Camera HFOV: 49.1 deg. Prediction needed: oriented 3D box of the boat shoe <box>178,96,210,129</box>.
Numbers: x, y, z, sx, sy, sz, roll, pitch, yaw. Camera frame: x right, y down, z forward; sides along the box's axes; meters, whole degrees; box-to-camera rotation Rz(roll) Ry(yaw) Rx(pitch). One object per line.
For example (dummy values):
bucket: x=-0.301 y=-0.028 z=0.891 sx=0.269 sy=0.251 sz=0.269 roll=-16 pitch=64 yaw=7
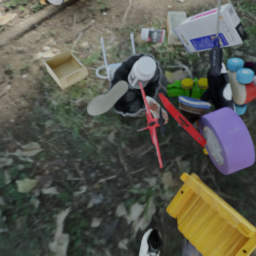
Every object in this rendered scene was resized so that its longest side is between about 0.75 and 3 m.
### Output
boat shoe: x=2.060 y=-0.413 z=8.977 sx=0.936 sy=2.591 sz=0.938 roll=19 pitch=95 yaw=19

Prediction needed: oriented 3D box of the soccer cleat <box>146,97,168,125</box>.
soccer cleat: x=0.898 y=-0.536 z=8.738 sx=0.414 sy=1.194 sz=0.463 roll=-34 pitch=43 yaw=8

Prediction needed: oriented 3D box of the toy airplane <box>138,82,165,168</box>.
toy airplane: x=0.722 y=-0.038 z=8.306 sx=0.464 sy=2.524 sz=2.524 roll=-13 pitch=58 yaw=-10

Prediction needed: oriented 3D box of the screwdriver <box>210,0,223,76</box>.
screwdriver: x=2.341 y=-2.577 z=7.449 sx=0.341 sy=0.356 sz=2.445 roll=6 pitch=81 yaw=-28

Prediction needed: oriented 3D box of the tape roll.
tape roll: x=2.724 y=0.370 z=7.904 sx=0.754 sy=1.774 sz=1.774 roll=-21 pitch=59 yaw=-2

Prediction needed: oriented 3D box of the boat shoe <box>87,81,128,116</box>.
boat shoe: x=-0.697 y=-0.998 z=9.926 sx=1.694 sy=0.531 sz=0.615 roll=-39 pitch=89 yaw=-3

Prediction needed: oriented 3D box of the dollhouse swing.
dollhouse swing: x=1.841 y=2.369 z=6.796 sx=2.163 sy=1.901 sz=1.965 roll=42 pitch=109 yaw=33

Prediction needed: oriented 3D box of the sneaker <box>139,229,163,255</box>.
sneaker: x=0.482 y=3.454 z=7.250 sx=0.654 sy=0.998 sz=1.734 roll=10 pitch=57 yaw=7

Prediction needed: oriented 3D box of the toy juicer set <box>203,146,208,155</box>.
toy juicer set: x=2.935 y=0.723 z=9.450 sx=0.716 sy=0.306 sz=1.126 roll=-26 pitch=61 yaw=-16

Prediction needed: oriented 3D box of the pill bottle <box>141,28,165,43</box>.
pill bottle: x=0.866 y=-3.245 z=9.814 sx=0.791 sy=0.450 sz=0.450 roll=8 pitch=57 yaw=7

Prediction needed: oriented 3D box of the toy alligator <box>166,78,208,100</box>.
toy alligator: x=2.094 y=-1.525 z=10.590 sx=2.882 sy=0.855 sz=0.782 roll=0 pitch=51 yaw=7

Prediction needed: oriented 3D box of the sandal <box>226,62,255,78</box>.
sandal: x=4.888 y=-2.346 z=11.267 sx=2.548 sy=0.610 sz=0.958 roll=-16 pitch=58 yaw=-10

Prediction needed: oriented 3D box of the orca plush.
orca plush: x=2.935 y=-0.846 z=9.355 sx=1.001 sy=1.481 sz=2.816 roll=-11 pitch=82 yaw=15

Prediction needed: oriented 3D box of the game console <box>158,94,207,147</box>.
game console: x=1.479 y=-0.223 z=7.741 sx=0.245 sy=1.579 sz=1.396 roll=-43 pitch=20 yaw=9

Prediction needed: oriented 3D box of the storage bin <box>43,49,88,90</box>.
storage bin: x=-2.495 y=-2.394 z=11.306 sx=1.284 sy=0.606 sz=1.294 roll=-32 pitch=62 yaw=-18

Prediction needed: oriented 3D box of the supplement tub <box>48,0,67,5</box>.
supplement tub: x=-3.007 y=-7.465 z=13.865 sx=2.564 sy=1.852 sz=1.852 roll=-39 pitch=65 yaw=-22

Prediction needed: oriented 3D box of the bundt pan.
bundt pan: x=0.418 y=-1.419 z=10.006 sx=2.337 sy=0.877 sz=2.337 roll=-13 pitch=68 yaw=35

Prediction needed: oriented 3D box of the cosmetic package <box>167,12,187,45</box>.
cosmetic package: x=2.225 y=-4.537 z=12.714 sx=0.858 sy=0.580 sz=1.631 roll=2 pitch=57 yaw=2

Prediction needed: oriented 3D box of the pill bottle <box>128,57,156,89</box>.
pill bottle: x=0.436 y=-1.716 z=8.751 sx=0.676 sy=1.196 sz=0.676 roll=2 pitch=80 yaw=-11

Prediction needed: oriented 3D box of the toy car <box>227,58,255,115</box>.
toy car: x=4.368 y=-1.511 z=9.766 sx=1.712 sy=1.578 sz=1.514 roll=-7 pitch=40 yaw=-2

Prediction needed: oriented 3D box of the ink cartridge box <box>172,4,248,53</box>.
ink cartridge box: x=2.490 y=-3.039 z=8.853 sx=0.442 sy=1.129 sz=2.384 roll=-49 pitch=25 yaw=-15

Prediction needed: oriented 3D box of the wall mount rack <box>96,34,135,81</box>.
wall mount rack: x=-0.284 y=-2.844 z=11.467 sx=2.230 sy=0.832 sz=1.938 roll=-10 pitch=57 yaw=-7
